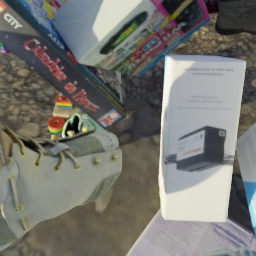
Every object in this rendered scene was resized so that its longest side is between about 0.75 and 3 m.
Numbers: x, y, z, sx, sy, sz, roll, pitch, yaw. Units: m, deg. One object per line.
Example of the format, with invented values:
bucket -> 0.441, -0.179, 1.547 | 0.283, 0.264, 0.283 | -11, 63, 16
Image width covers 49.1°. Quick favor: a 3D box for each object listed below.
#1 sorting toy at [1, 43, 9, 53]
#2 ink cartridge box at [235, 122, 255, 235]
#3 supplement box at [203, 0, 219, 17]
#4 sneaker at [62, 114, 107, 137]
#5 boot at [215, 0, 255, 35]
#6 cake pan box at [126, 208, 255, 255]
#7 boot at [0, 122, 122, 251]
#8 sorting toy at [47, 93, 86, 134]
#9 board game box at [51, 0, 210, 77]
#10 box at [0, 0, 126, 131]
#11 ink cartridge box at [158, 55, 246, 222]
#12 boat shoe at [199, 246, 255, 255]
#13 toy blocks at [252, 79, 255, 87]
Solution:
sorting toy -> -3.986, -3.133, 9.593 | 0.464, 0.461, 1.338 | 12, 52, 9
ink cartridge box -> 2.507, 0.096, 3.117 | 0.924, 2.771, 1.605 | 15, 49, -11
supplement box -> 2.217, -3.831, 6.715 | 2.099, 2.070, 1.394 | -6, 16, 18
sneaker -> -0.934, -0.149, 6.835 | 0.662, 1.061, 1.799 | 25, 59, 12
boot -> 2.730, -2.479, 5.847 | 1.782, 1.164, 0.603 | -2, 75, 11
cake pan box -> 1.312, 2.773, 4.864 | 2.777, 0.726, 2.557 | 30, 60, 21
boot -> -0.868, 0.257, 2.888 | 1.819, 2.352, 0.847 | -18, 49, -36
sorting toy -> -1.371, -0.945, 7.915 | 1.228, 0.431, 2.547 | 5, 52, 4
board game box -> 0.302, -2.095, 5.364 | 2.163, 2.932, 0.942 | -37, 82, 21
box -> -1.167, -1.482, 5.113 | 0.537, 2.850, 1.947 | -32, 38, 21
ink cartridge box -> 0.957, 0.041, 4.152 | 0.892, 2.130, 1.546 | 2, 16, 4
boat shoe -> 1.061, 1.904, 3.384 | 2.226, 0.714, 0.821 | 5, 57, -20
toy blocks -> 3.093, -1.716, 5.148 | 0.822, 2.264, 1.887 | 5, 23, 5
